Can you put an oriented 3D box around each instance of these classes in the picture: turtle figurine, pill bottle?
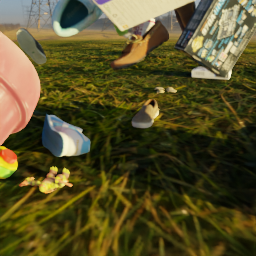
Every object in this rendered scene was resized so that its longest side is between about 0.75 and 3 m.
[{"bbox_3d":[-1.390,0.997,5.180,1.004,0.323,0.810,-5,12,13],"label":"turtle figurine"},{"bbox_3d":[0.443,-3.216,9.667,0.680,1.200,0.680,13,21,-5],"label":"pill bottle"}]

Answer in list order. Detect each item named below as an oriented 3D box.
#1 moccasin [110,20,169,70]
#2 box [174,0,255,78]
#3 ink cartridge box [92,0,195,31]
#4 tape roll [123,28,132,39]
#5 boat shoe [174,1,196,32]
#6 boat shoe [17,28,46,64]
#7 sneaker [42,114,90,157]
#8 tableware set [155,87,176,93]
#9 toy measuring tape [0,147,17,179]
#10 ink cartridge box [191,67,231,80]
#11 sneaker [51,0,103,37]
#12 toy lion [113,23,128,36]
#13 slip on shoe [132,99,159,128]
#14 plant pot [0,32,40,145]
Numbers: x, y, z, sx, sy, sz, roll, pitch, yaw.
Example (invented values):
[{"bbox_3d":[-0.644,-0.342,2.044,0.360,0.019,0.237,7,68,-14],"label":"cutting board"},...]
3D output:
[{"bbox_3d":[0.263,-2.204,7.449,1.871,0.722,0.684,-38,21,-9],"label":"moccasin"},{"bbox_3d":[2.444,-2.618,7.206,1.752,2.204,0.507,20,15,-34],"label":"box"},{"bbox_3d":[0.198,-2.215,4.117,1.612,0.350,1.597,-13,-19,25],"label":"ink cartridge box"},{"bbox_3d":[0.097,-4.115,11.332,0.956,0.956,0.335,9,45,21],"label":"tape roll"},{"bbox_3d":[1.619,-3.143,7.823,0.599,0.599,1.702,-9,64,9],"label":"boat shoe"},{"bbox_3d":[-3.678,-3.152,10.633,0.588,1.637,0.553,-16,59,8],"label":"boat shoe"},{"bbox_3d":[-1.598,0.195,6.878,0.776,0.735,1.921,3,19,-33],"label":"sneaker"},{"bbox_3d":[1.659,-1.675,12.392,0.977,0.113,0.816,1,22,4],"label":"tableware set"},{"bbox_3d":[-2.430,0.847,5.311,0.603,0.603,1.640,-5,27,-14],"label":"toy measuring tape"},{"bbox_3d":[4.719,-3.137,15.742,1.972,0.432,1.991,7,21,20],"label":"ink cartridge box"},{"bbox_3d":[-0.521,-2.460,5.017,0.856,2.317,0.949,34,30,-29],"label":"sneaker"},{"bbox_3d":[-0.408,-4.182,9.393,0.770,2.150,2.243,-14,11,10],"label":"toy lion"},{"bbox_3d":[0.569,-0.460,8.681,0.636,0.507,1.673,9,23,22],"label":"slip on shoe"},{"bbox_3d":[-3.299,-0.218,4.837,2.782,2.782,2.490,5,55,13],"label":"plant pot"}]
